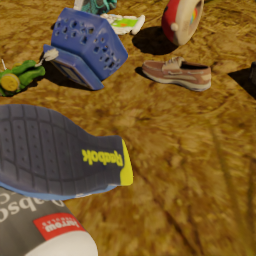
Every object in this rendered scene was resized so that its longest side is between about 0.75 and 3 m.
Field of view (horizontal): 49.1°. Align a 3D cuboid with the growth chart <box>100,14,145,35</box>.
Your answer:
[{"bbox_3d":[-0.815,-4.423,11.796,2.991,0.265,2.165,4,41,3],"label":"growth chart"}]

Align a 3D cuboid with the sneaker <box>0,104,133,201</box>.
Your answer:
[{"bbox_3d":[-0.940,0.505,3.714,1.128,2.744,1.014,-17,69,23],"label":"sneaker"}]

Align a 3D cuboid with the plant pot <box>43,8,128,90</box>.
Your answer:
[{"bbox_3d":[-1.266,-2.171,8.078,1.717,1.717,1.544,26,79,30],"label":"plant pot"}]

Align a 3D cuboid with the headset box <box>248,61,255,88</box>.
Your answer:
[{"bbox_3d":[4.577,-1.294,7.848,1.405,0.729,1.888,-16,42,-8],"label":"headset box"}]

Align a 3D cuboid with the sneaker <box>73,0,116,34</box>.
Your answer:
[{"bbox_3d":[-1.065,-4.208,9.531,1.344,2.947,1.144,28,62,3],"label":"sneaker"}]

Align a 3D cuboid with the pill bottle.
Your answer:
[{"bbox_3d":[-1.444,1.736,3.962,1.609,1.609,2.778,-31,51,-30],"label":"pill bottle"}]

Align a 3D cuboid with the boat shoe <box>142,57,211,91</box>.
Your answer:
[{"bbox_3d":[1.465,-1.792,8.470,2.178,0.782,0.825,16,44,17],"label":"boat shoe"}]

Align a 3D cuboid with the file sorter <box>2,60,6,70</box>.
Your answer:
[{"bbox_3d":[-4.121,-1.631,8.457,0.923,0.575,0.641,-18,46,-20],"label":"file sorter"}]

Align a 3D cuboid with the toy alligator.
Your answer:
[{"bbox_3d":[-2.991,-1.368,7.723,2.792,0.671,0.925,-15,36,20],"label":"toy alligator"}]

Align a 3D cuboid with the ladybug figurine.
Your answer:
[{"bbox_3d":[1.804,-3.776,9.463,0.943,1.780,2.622,20,37,16],"label":"ladybug figurine"}]
